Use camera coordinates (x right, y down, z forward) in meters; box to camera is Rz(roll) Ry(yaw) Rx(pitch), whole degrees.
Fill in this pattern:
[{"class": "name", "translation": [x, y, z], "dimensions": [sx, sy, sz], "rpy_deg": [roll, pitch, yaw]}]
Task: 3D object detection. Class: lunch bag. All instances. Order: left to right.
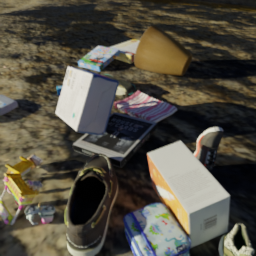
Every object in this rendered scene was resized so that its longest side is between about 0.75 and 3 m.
[{"class": "lunch bag", "translation": [0.492, 2.028, 5.189], "dimensions": [0.984, 0.505, 1.224], "rpy_deg": [-14, 34, -16]}]

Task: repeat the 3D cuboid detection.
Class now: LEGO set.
[{"class": "LEGO set", "translation": [-2.403, 1.365, 6.234], "dimensions": [1.029, 0.832, 2.237], "rpy_deg": [22, 14, -34]}]

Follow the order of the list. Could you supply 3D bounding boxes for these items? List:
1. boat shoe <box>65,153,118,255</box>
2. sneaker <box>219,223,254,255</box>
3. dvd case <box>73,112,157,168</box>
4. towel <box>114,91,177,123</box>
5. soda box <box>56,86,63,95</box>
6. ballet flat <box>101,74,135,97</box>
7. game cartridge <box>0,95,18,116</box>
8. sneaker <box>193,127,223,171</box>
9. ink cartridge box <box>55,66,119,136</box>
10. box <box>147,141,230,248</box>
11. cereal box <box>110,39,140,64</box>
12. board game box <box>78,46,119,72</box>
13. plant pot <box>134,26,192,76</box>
[{"class": "boat shoe", "translation": [-0.723, 1.331, 5.968], "dimensions": [0.946, 0.799, 2.653], "rpy_deg": [1, 33, 2]}, {"class": "sneaker", "translation": [1.842, 2.279, 4.549], "dimensions": [0.644, 0.742, 1.675], "rpy_deg": [3, 33, 4]}, {"class": "dvd case", "translation": [-0.312, 0.241, 8.136], "dimensions": [1.592, 0.262, 2.118], "rpy_deg": [16, 37, 27]}, {"class": "towel", "translation": [0.586, -0.730, 9.693], "dimensions": [1.830, 0.274, 1.339], "rpy_deg": [27, 42, 35]}, {"class": "soda box", "translation": [-2.327, -1.483, 10.870], "dimensions": [0.843, 0.270, 0.286], "rpy_deg": [-9, 34, -13]}, {"class": "ballet flat", "translation": [-0.591, -1.641, 10.836], "dimensions": [1.834, 0.624, 0.627], "rpy_deg": [20, 48, 29]}, {"class": "game cartridge", "translation": [-4.686, -0.674, 9.558], "dimensions": [1.060, 0.322, 1.589], "rpy_deg": [25, 38, 28]}, {"class": "sneaker", "translation": [1.883, 0.651, 6.502], "dimensions": [0.579, 1.503, 0.615], "rpy_deg": [-2, 43, -18]}, {"class": "ink cartridge box", "translation": [-1.363, -0.899, 8.316], "dimensions": [0.893, 1.597, 2.340], "rpy_deg": [12, 10, -35]}, {"class": "box", "translation": [1.160, 1.270, 5.696], "dimensions": [0.855, 1.091, 1.754], "rpy_deg": [-19, 36, -10]}, {"class": "cereal box", "translation": [0.229, -4.075, 14.716], "dimensions": [1.723, 0.473, 2.395], "rpy_deg": [25, 41, 33]}, {"class": "board game box", "translation": [-1.395, -3.357, 13.475], "dimensions": [1.268, 0.307, 1.676], "rpy_deg": [19, 48, 27]}, {"class": "plant pot", "translation": [1.647, -3.150, 12.233], "dimensions": [2.084, 1.942, 1.942], "rpy_deg": [28, 41, 18]}]
